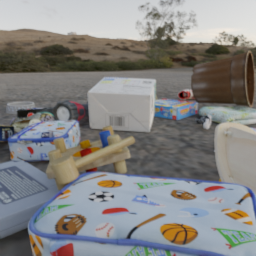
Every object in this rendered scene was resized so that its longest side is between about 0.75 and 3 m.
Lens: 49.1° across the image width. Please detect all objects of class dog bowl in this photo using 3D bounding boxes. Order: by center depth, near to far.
[{"bbox_3d":[-4.908,-0.930,12.837,1.329,0.390,1.329,1,14,0],"label":"dog bowl"}]

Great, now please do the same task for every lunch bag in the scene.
[{"bbox_3d":[0.330,1.208,3.302,2.544,0.961,2.038,4,11,16],"label":"lunch bag"},{"bbox_3d":[-2.168,0.294,7.344,1.572,0.741,1.962,0,13,5],"label":"lunch bag"}]

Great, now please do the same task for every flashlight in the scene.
[{"bbox_3d":[-1.841,-0.697,11.019,0.950,0.954,2.806,47,21,6],"label":"flashlight"}]

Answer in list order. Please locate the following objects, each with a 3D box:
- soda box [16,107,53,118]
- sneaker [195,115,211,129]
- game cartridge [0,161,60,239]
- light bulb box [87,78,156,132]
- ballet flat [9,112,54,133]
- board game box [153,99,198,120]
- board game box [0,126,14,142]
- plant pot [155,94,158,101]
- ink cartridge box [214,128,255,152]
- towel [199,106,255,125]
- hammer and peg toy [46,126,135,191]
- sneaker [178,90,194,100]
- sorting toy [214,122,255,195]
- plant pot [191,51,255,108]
[{"bbox_3d":[-3.419,-0.485,10.722,1.538,0.544,0.487,-4,10,-17],"label":"soda box"},{"bbox_3d":[2.584,-0.197,9.770,0.522,0.346,0.917,3,22,25],"label":"sneaker"},{"bbox_3d":[-2.056,1.099,4.711,1.444,0.450,2.169,-18,21,-39],"label":"game cartridge"},{"bbox_3d":[-0.126,-0.917,10.129,2.133,1.343,2.152,4,23,9],"label":"light bulb box"},{"bbox_3d":[-3.118,-0.094,8.937,1.599,0.575,0.575,-8,11,19],"label":"ballet flat"},{"bbox_3d":[1.828,-0.847,12.223,1.786,0.510,1.824,11,18,38],"label":"board game box"},{"bbox_3d":[-4.280,0.151,7.031,1.814,0.463,2.677,0,-1,0],"label":"board game box"},{"bbox_3d":[0.679,-1.467,13.494,1.648,1.107,1.648,0,15,0],"label":"plant pot"},{"bbox_3d":[3.186,0.369,7.327,1.677,0.569,0.965,6,16,23],"label":"ink cartridge box"},{"bbox_3d":[4.094,-0.523,11.032,2.010,0.484,1.720,-6,15,-22],"label":"towel"},{"bbox_3d":[-0.607,0.505,4.524,1.357,0.651,1.846,-14,11,-8],"label":"hammer and peg toy"},{"bbox_3d":[3.847,-1.908,16.217,1.916,0.640,1.027,6,16,36],"label":"sneaker"},{"bbox_3d":[2.921,0.847,4.427,2.223,1.319,2.469,4,11,-17],"label":"sorting toy"},{"bbox_3d":[4.047,-1.980,11.978,2.267,2.290,2.290,0,12,33],"label":"plant pot"}]
